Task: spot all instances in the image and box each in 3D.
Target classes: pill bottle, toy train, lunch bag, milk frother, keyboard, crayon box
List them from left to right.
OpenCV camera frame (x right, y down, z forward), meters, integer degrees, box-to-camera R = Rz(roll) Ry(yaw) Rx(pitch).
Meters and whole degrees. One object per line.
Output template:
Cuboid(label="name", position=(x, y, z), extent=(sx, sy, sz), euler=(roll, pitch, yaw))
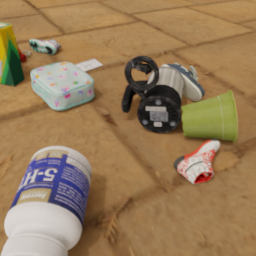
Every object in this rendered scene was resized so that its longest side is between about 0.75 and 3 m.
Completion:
Cuboid(label="crayon box", position=(-5.919, -3.161, 11.623), extent=(2.799, 2.415, 0.816), euler=(13, 39, 16))
Cuboid(label="toy train", position=(-5.447, -3.850, 13.432), extent=(0.954, 1.304, 2.254), euler=(13, 40, 15))
Cuboid(label="pill bottle", position=(-1.690, 1.761, 5.987), extent=(1.537, 1.537, 2.569), euler=(1, 37, 1))
Cuboid(label="lunch bag", position=(-2.618, -1.669, 10.914), extent=(1.927, 0.926, 2.403), euler=(-28, 46, -29))
Cuboid(label="keyboard", position=(-2.419, -2.658, 12.852), extent=(2.591, 0.138, 0.729), euler=(-28, 46, -31))
Cuboid(label="milk frother", position=(0.947, -1.494, 9.370), extent=(2.165, 2.399, 2.256), euler=(17, 39, 1))

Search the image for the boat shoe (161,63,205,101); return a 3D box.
Cuboid(label="boat shoe", position=(2.298, -1.941, 11.265), extent=(0.854, 1.035, 2.763), euler=(-24, 33, -12))

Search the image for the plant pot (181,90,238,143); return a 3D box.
Cuboid(label="plant pot", position=(2.488, -0.278, 8.813), extent=(1.551, 1.634, 1.634), euler=(-6, 37, 12))

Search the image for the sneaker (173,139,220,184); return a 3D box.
Cuboid(label="sneaker", position=(2.169, 0.968, 7.832), extent=(1.661, 0.555, 0.890), euler=(-24, 45, -23))

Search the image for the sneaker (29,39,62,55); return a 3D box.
Cuboid(label="sneaker", position=(-4.269, -4.369, 14.737), extent=(1.635, 0.636, 1.144), euler=(23, 41, 14))
